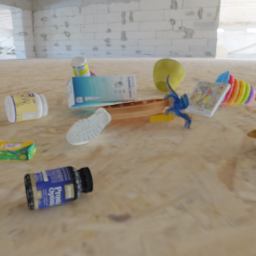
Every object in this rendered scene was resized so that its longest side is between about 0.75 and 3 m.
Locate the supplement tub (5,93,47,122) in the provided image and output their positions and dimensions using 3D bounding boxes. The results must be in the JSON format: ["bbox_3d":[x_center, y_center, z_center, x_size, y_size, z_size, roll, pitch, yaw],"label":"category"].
[{"bbox_3d":[-4.001,-0.815,11.002,1.412,1.026,1.026,-12,21,-32],"label":"supplement tub"}]

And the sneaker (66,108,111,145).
[{"bbox_3d":[-1.306,0.084,8.956,0.788,0.748,1.957,-37,1,39],"label":"sneaker"}]

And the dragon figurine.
[{"bbox_3d":[1.842,-0.941,10.202,0.997,2.004,0.590,-4,-1,-3],"label":"dragon figurine"}]

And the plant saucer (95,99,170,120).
[{"bbox_3d":[0.209,-0.746,11.032,2.990,0.483,2.990,-8,9,1],"label":"plant saucer"}]

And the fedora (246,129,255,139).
[{"bbox_3d":[4.168,0.432,7.853,1.613,0.658,1.613,-4,12,1],"label":"fedora"}]

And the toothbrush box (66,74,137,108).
[{"bbox_3d":[-1.227,-1.613,12.533,2.764,1.179,2.023,-5,1,-18],"label":"toothbrush box"}]

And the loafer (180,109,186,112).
[{"bbox_3d":[2.188,-0.872,12.226,0.872,0.304,0.305,7,-23,49],"label":"loafer"}]

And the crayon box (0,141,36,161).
[{"bbox_3d":[-3.194,0.635,7.749,1.113,0.324,0.661,0,18,1],"label":"crayon box"}]

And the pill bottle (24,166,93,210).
[{"bbox_3d":[-1.371,1.146,5.568,1.256,0.703,0.703,-8,20,-23],"label":"pill bottle"}]

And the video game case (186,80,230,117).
[{"bbox_3d":[3.355,-1.330,12.248,1.550,0.195,1.703,19,68,46],"label":"video game case"}]

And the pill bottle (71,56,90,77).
[{"bbox_3d":[-2.222,-2.657,13.235,0.720,1.319,0.720,-3,51,3],"label":"pill bottle"}]

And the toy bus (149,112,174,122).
[{"bbox_3d":[1.337,-0.443,11.065,1.024,0.333,0.401,-2,18,-7],"label":"toy bus"}]

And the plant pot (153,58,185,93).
[{"bbox_3d":[2.249,-2.907,16.572,1.954,1.954,1.387,8,57,24],"label":"plant pot"}]

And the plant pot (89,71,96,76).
[{"bbox_3d":[-2.247,-2.518,16.243,1.283,1.283,1.149,-9,36,-25],"label":"plant pot"}]

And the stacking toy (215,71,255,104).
[{"bbox_3d":[5.474,-1.656,13.354,2.632,1.528,1.445,12,-1,0],"label":"stacking toy"}]
